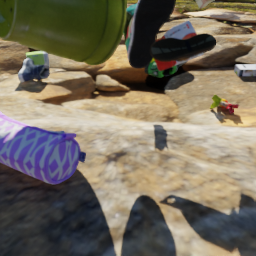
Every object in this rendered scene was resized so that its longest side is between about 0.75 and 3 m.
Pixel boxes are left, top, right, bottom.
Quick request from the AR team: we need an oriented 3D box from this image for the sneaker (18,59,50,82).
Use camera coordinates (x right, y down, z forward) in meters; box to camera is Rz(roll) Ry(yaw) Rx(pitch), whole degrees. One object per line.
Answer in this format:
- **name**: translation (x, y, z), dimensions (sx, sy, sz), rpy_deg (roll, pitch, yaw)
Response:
- **sneaker**: translation (-3.707, -2.406, 11.367), dimensions (1.116, 0.587, 1.545), rpy_deg (-10, 41, 3)

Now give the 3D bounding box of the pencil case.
- **pencil case**: translation (-2.418, 0.357, 6.443), dimensions (2.765, 1.182, 1.160), rpy_deg (14, 16, 23)

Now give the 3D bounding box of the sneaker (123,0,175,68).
- **sneaker**: translation (0.433, -2.889, 7.097), dimensions (1.004, 2.402, 1.450), rpy_deg (1, 51, -18)

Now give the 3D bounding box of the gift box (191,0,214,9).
- **gift box**: translation (2.374, -4.553, 8.356), dimensions (1.323, 1.417, 1.307), rpy_deg (-31, -2, 3)

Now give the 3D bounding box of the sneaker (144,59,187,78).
- **sneaker**: translation (1.828, -2.626, 11.732), dimensions (2.298, 0.897, 0.979), rpy_deg (-30, 50, -26)

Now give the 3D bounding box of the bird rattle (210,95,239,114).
- **bird rattle**: translation (3.125, -0.797, 9.067), dimensions (0.873, 0.492, 0.712), rpy_deg (14, 18, 15)

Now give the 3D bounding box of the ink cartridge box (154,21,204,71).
- **ink cartridge box**: translation (1.263, -2.240, 7.624), dimensions (1.288, 0.323, 1.045), rpy_deg (-20, 68, 2)

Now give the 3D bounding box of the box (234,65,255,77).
- **box**: translation (5.071, -2.403, 11.719), dimensions (1.054, 0.317, 0.615), rpy_deg (0, 32, -1)

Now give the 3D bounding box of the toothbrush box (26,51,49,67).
- **toothbrush box**: translation (-3.982, -2.990, 12.345), dimensions (0.893, 0.650, 0.384), rpy_deg (-12, 34, -17)

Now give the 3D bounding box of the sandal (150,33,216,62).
- **sandal**: translation (0.885, -1.269, 4.557), dimensions (1.041, 0.284, 0.426), rpy_deg (-12, 68, 5)

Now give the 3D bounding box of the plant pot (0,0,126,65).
- **plant pot**: translation (-1.846, -2.906, 6.879), dimensions (2.531, 2.629, 2.629), rpy_deg (-10, 30, -41)
